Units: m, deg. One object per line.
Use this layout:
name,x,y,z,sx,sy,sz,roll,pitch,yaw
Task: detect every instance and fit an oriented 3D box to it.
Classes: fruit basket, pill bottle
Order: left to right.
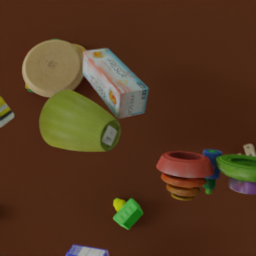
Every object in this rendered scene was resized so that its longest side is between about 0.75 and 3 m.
pill bottle,-4.197,-0.827,7.515,1.186,1.186,2.118,-35,108,-9
fruit basket,-0.108,2.964,10.013,1.046,0.755,1.046,-23,38,20

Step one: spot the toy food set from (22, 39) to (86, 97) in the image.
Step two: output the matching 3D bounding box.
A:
toy food set,-3.008,-2.438,11.339,2.576,0.633,2.603,13,76,3

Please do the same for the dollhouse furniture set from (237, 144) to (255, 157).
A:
dollhouse furniture set,4.336,1.005,10.567,0.850,0.599,0.595,-19,74,25

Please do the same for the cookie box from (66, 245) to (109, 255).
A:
cookie box,-1.091,4.028,8.196,1.216,0.457,1.040,-2,113,26

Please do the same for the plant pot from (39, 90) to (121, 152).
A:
plant pot,-1.241,-0.026,8.259,1.963,1.837,1.837,18,74,33

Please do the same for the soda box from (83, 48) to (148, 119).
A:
soda box,-0.520,-1.541,9.094,1.001,0.931,2.928,-14,44,-24

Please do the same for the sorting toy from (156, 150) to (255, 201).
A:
sorting toy,2.197,1.320,7.163,2.944,1.769,1.208,4,98,10
